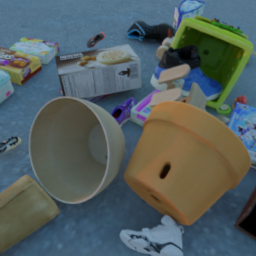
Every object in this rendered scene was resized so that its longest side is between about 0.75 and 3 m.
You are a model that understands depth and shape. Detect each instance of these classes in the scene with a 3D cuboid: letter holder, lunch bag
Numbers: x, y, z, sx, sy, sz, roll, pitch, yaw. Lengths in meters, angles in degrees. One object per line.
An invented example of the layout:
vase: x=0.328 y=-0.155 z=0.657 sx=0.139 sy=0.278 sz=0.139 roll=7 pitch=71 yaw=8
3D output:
letter holder: x=3.951 y=1.234 z=6.402 sx=1.438 sy=2.032 sz=2.859 roll=31 pitch=62 yaw=23
lunch bag: x=2.764 y=-5.114 z=13.543 sx=1.213 sy=1.619 sz=1.904 roll=20 pitch=48 yaw=20
lunch bag: x=-5.692 y=-1.578 z=10.414 sx=2.459 sy=0.948 sz=1.972 roll=19 pitch=48 yaw=19

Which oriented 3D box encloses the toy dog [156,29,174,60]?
toy dog: x=2.556 y=-3.605 z=12.254 sx=2.614 sy=1.259 sz=1.724 roll=1 pitch=44 yaw=1

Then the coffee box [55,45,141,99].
coffee box: x=-1.100 y=-2.050 z=10.232 sx=2.831 sy=1.129 sz=1.619 roll=-12 pitch=38 yaw=-10

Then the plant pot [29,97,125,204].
plant pot: x=-1.073 y=0.499 z=7.365 sx=2.556 sy=2.556 sz=1.716 roll=29 pitch=16 yaw=26

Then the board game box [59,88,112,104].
board game box: x=-1.147 y=-1.738 z=11.061 sx=2.771 sy=0.270 sz=1.427 roll=-34 pitch=55 yaw=-29

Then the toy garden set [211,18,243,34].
toy garden set: x=3.380 y=-3.561 z=9.669 sx=1.010 sy=0.201 sz=0.842 roll=14 pitch=27 yaw=-9

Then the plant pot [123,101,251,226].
plant pot: x=1.195 y=0.992 z=6.810 sx=2.763 sy=2.763 sz=1.934 roll=30 pitch=69 yaw=27

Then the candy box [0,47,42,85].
candy box: x=-4.976 y=-2.644 z=11.721 sx=2.295 sy=0.648 sz=1.339 roll=20 pitch=47 yaw=17

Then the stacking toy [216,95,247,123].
stacking toy: x=3.729 y=-0.634 z=9.764 sx=1.103 sy=0.515 sz=1.219 roll=0 pitch=44 yaw=0

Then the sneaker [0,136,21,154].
sneaker: x=-3.644 y=0.540 z=8.479 sx=0.904 sy=0.408 sz=0.353 roll=-22 pitch=85 yaw=2

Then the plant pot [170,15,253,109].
plant pot: x=2.823 y=-2.555 z=10.161 sx=2.459 sy=2.447 sz=2.231 roll=26 pitch=37 yaw=8

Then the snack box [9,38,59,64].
snack box: x=-4.257 y=-3.515 z=12.718 sx=1.829 sy=0.485 sz=1.301 roll=11 pitch=45 yaw=11

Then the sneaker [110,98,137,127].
sneaker: x=-0.147 y=-0.564 z=9.565 sx=0.630 sy=0.652 sz=1.562 roll=29 pitch=51 yaw=16

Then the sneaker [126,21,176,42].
sneaker: x=1.110 y=-4.472 z=13.501 sx=2.540 sy=0.930 sz=1.041 roll=18 pitch=52 yaw=31

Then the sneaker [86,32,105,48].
sneaker: x=-1.283 y=-3.302 z=10.542 sx=0.885 sy=0.341 sz=0.363 roll=-29 pitch=11 yaw=28

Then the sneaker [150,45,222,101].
sneaker: x=2.255 y=-1.893 z=9.397 sx=2.779 sy=1.546 sz=1.067 roll=7 pitch=37 yaw=-19

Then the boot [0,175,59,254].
boot: x=-3.586 y=2.125 z=6.706 sx=2.544 sy=0.961 sz=2.905 roll=41 pitch=57 yaw=18

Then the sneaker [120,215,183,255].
sneaker: x=0.594 y=2.486 z=6.576 sx=1.485 sy=0.558 sz=0.854 roll=15 pitch=46 yaw=8

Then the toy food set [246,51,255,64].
toy food set: x=4.712 y=-3.074 z=12.444 sx=1.766 sy=0.354 sz=1.219 roll=-18 pitch=40 yaw=-10

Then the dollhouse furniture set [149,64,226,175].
dollhouse furniture set: x=1.883 y=-0.051 z=7.519 sx=1.695 sy=2.393 sz=2.605 roll=-8 pitch=49 yaw=42

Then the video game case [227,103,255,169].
video game case: x=3.919 y=0.271 z=8.608 sx=1.773 sy=0.444 sz=1.956 roll=21 pitch=60 yaw=18

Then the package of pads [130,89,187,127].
package of pads: x=1.179 y=-0.613 z=9.640 sx=1.419 sy=0.626 sz=1.836 roll=27 pitch=51 yaw=27
